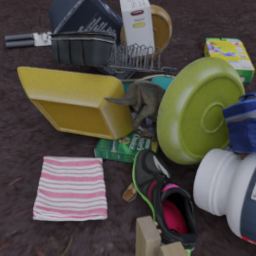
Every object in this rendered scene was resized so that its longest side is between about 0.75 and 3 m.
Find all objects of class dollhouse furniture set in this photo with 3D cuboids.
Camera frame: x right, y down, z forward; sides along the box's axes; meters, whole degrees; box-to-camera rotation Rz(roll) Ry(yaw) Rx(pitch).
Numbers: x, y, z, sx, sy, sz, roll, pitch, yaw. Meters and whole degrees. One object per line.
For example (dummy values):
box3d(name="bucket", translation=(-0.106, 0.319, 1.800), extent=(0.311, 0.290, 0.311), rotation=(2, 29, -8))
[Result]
box3d(name="dollhouse furniture set", translation=(0.968, 2.491, 4.693), extent=(1.284, 1.498, 1.575), rotation=(-7, 28, -15))

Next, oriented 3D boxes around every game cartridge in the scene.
box3d(name="game cartridge", translation=(1.296, -0.281, 7.976), extent=(2.358, 0.453, 1.529), rotation=(-11, 15, -12))

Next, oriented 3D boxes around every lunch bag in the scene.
box3d(name="lunch bag", translation=(2.483, -0.161, 5.260), extent=(1.088, 1.602, 1.060), rotation=(-12, 87, 0))

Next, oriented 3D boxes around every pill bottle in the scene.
box3d(name="pill bottle", translation=(2.863, 1.414, 5.193), extent=(2.989, 1.787, 1.787), rotation=(15, 42, 40))

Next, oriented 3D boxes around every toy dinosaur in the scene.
box3d(name="toy dinosaur", translation=(0.542, -0.490, 6.242), extent=(2.723, 1.048, 1.393), rotation=(8, 69, -27))

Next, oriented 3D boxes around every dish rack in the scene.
box3d(name="dish rack", translation=(-0.241, -1.657, 6.598), extent=(2.743, 0.748, 2.104), rotation=(-3, 15, -41))

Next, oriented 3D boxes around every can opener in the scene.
box3d(name="can opener", translation=(-4.295, -3.823, 12.315), extent=(2.052, 0.540, 0.682), rotation=(-9, 8, -12))

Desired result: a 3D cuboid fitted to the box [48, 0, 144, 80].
box3d(name="box", translation=(-0.986, -3.212, 9.382), extent=(1.558, 2.987, 2.210), rotation=(-43, 40, 19))

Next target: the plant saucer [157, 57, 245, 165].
box3d(name="plant saucer", translation=(1.760, -0.255, 6.167), extent=(2.518, 2.518, 0.391), rotation=(-22, 29, -22))

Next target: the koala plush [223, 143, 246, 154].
box3d(name="koala plush", translation=(2.776, 0.055, 7.498), extent=(0.962, 1.047, 0.928), rotation=(-3, 44, -3))

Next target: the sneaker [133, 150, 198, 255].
box3d(name="sneaker", translation=(0.832, 1.403, 5.855), extent=(1.008, 1.100, 2.627), rotation=(2, 43, -23))

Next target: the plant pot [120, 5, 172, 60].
box3d(name="plant pot", translation=(0.615, -2.857, 8.651), extent=(1.724, 1.724, 0.237), rotation=(-13, 40, -14))

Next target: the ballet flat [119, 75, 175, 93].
box3d(name="ballet flat", translation=(0.557, -1.180, 8.759), extent=(2.743, 0.953, 0.953), rotation=(0, 41, -14))

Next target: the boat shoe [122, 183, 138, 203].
box3d(name="boat shoe", translation=(0.135, 1.409, 6.576), extent=(0.287, 0.280, 0.759), rotation=(27, 49, 27))

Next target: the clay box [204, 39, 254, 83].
box3d(name="clay box", translation=(3.810, -2.703, 10.894), extent=(1.447, 0.599, 2.518), rotation=(3, 42, 4))

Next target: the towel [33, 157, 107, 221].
box3d(name="towel", translation=(-1.260, 1.251, 6.337), extent=(1.495, 0.306, 2.042), rotation=(3, 30, -11))

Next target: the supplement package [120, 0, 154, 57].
box3d(name="supplement package", translation=(0.250, -2.775, 7.633), extent=(0.721, 1.300, 1.013), rotation=(-10, 42, 3))

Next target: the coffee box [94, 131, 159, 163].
box3d(name="coffee box", translation=(0.015, 0.470, 7.476), extent=(1.590, 0.350, 0.978), rotation=(7, 38, 13))

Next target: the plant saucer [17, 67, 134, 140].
box3d(name="plant saucer", translation=(-1.194, -0.413, 6.817), extent=(2.431, 2.430, 0.589), rotation=(9, 67, 14))
